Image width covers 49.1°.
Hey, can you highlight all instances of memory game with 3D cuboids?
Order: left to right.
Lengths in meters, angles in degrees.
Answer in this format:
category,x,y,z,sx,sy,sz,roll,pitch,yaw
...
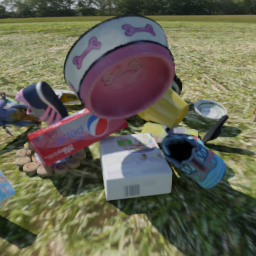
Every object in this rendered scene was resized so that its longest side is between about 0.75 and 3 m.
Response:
category,x,y,z,sx,sy,sz,roll,pitch,yaw
memory game,-4.318,-0.987,9.544,1.993,0.127,1.993,19,17,-6
memory game,-1.870,0.630,6.790,1.665,0.106,1.665,3,28,-2

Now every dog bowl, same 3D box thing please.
category,x,y,z,sx,sy,sz,roll,pitch,yaw
dog bowl,-0.077,-1.000,5.396,2.168,2.168,0.799,-12,60,-24

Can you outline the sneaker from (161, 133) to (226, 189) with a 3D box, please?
category,x,y,z,sx,sy,sz,roll,pitch,yaw
sneaker,1.136,0.410,5.858,0.993,0.824,2.078,35,1,-22

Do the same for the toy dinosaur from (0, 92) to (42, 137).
category,x,y,z,sx,sy,sz,roll,pitch,yaw
toy dinosaur,-3.356,-0.210,7.733,1.833,1.061,2.020,-2,-10,-24

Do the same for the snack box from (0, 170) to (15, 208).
category,x,y,z,sx,sy,sz,roll,pitch,yaw
snack box,-2.565,0.845,4.910,1.250,0.726,0.232,52,28,7

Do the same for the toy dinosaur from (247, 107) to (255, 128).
category,x,y,z,sx,sy,sz,roll,pitch,yaw
toy dinosaur,3.781,-0.338,8.294,0.270,0.475,0.894,16,26,24

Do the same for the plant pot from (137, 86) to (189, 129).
category,x,y,z,sx,sy,sz,roll,pitch,yaw
plant pot,0.870,-0.533,6.838,1.017,1.081,1.081,35,38,19

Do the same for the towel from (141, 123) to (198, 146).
category,x,y,z,sx,sy,sz,roll,pitch,yaw
towel,1.086,0.225,7.706,1.597,0.182,1.147,8,26,14

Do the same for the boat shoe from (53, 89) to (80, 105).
category,x,y,z,sx,sy,sz,roll,pitch,yaw
boat shoe,-2.457,-1.047,9.817,1.652,0.610,0.704,4,5,-6

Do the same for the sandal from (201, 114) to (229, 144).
category,x,y,z,sx,sy,sz,roll,pitch,yaw
sandal,2.306,0.089,7.317,0.234,0.978,0.368,38,13,-6

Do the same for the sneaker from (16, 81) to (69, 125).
category,x,y,z,sx,sy,sz,roll,pitch,yaw
sneaker,-2.127,-0.415,7.320,0.813,1.983,0.696,-14,52,6

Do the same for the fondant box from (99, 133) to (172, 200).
category,x,y,z,sx,sy,sz,roll,pitch,yaw
fondant box,0.077,0.759,6.151,1.295,0.523,1.795,-5,26,-8

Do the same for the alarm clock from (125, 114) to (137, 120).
category,x,y,z,sx,sy,sz,roll,pitch,yaw
alarm clock,-0.105,-0.502,8.832,0.956,0.318,0.645,3,28,-31

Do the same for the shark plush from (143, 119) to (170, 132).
category,x,y,z,sx,sy,sz,roll,pitch,yaw
shark plush,0.837,-0.340,8.665,0.887,0.968,2.130,-28,43,-2

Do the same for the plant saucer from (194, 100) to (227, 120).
category,x,y,z,sx,sy,sz,roll,pitch,yaw
plant saucer,2.430,-0.485,8.362,0.970,0.243,0.970,4,39,-3

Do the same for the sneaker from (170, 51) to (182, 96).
category,x,y,z,sx,sy,sz,roll,pitch,yaw
sneaker,0.997,-1.841,9.780,1.197,2.651,1.036,18,69,31

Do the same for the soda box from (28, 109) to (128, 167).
category,x,y,z,sx,sy,sz,roll,pitch,yaw
soda box,-1.133,0.055,6.484,2.144,0.750,0.680,-28,16,-21
